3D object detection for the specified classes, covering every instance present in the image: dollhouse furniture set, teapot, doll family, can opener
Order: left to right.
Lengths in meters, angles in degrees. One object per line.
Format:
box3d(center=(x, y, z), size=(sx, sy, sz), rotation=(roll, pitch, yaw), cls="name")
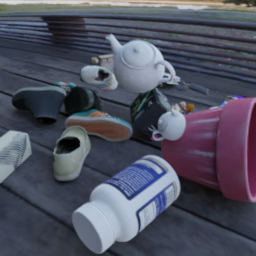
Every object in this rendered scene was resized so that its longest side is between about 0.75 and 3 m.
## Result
box3d(center=(-1.189, -3.475, 16.323), size=(2.445, 1.267, 1.082), rotation=(-14, 31, -23), cls="dollhouse furniture set")
box3d(center=(0.414, -2.404, 10.265), size=(2.123, 1.550, 2.095), rotation=(-10, 66, -4), cls="teapot")
box3d(center=(1.074, -0.074, 7.538), size=(0.624, 0.854, 0.843), rotation=(13, -10, -24), cls="teapot")
box3d(center=(2.188, -0.283, 10.523), size=(0.799, 1.101, 1.774), rotation=(11, 47, 14), cls="doll family")
box3d(center=(2.567, -1.574, 11.431), size=(1.341, 0.448, 0.358), rotation=(24, -2, 15), cls="can opener")

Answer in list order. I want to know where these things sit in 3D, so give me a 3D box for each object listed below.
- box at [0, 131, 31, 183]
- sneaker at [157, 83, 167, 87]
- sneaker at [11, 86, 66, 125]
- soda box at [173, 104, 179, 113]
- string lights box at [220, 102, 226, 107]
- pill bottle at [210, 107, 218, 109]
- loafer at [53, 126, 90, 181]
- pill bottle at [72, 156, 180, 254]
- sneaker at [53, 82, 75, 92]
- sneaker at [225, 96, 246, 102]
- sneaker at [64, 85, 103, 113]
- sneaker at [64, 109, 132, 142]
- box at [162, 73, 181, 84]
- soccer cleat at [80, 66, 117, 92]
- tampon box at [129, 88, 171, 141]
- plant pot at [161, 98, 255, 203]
box3d(center=(-4.026, 1.011, 8.792), size=(0.753, 0.904, 2.201), rotation=(9, 32, 14), cls="box")
box3d(center=(1.712, -2.468, 15.563), size=(0.476, 0.335, 0.897), rotation=(-7, 29, -36), cls="sneaker")
box3d(center=(-4.073, -0.856, 11.966), size=(2.833, 1.059, 1.505), rotation=(-7, 58, 27), cls="sneaker")
box3d(center=(2.011, -0.748, 11.985), size=(0.268, 0.283, 0.837), rotation=(-27, 11, 20), cls="soda box")
box3d(center=(4.447, -0.877, 12.722), size=(0.481, 0.276, 0.936), rotation=(20, 35, 31), cls="string lights box")
box3d(center=(3.148, 0.059, 10.167), size=(1.173, 1.173, 2.112), rotation=(9, 31, 15), cls="pill bottle")
box3d(center=(-1.866, 0.608, 9.419), size=(1.053, 0.950, 2.783), rotation=(-1, 30, -2), cls="loafer")
box3d(center=(-0.022, 1.807, 6.825), size=(1.423, 1.423, 2.562), rotation=(25, 37, 37), cls="pill bottle")
box3d(center=(-3.319, -2.059, 14.646), size=(1.397, 0.499, 0.558), rotation=(11, 34, 31), cls="sneaker")
box3d(center=(5.320, -1.154, 12.931), size=(0.792, 0.553, 1.592), rotation=(-12, 31, -21), cls="sneaker")
box3d(center=(-1.641, -1.231, 11.849), size=(1.596, 1.065, 2.786), rotation=(-12, 0, -27), cls="sneaker")
box3d(center=(-1.039, -0.234, 10.876), size=(2.738, 0.977, 1.094), rotation=(9, 35, 18), cls="sneaker")
box3d(center=(1.753, -2.955, 15.898), size=(1.241, 0.392, 2.255), rotation=(-4, 24, -45), cls="box")
box3d(center=(-0.930, -1.954, 11.407), size=(1.023, 0.828, 2.370), rotation=(1, 0, 31), cls="soccer cleat")
box3d(center=(0.915, -0.628, 10.865), size=(1.116, 1.325, 1.768), rotation=(37, 22, -22), cls="tampon box")
box3d(center=(2.432, 0.561, 8.082), size=(2.457, 2.745, 2.745), rotation=(2, 26, 35), cls="plant pot")
